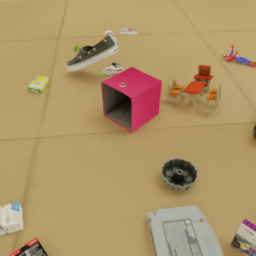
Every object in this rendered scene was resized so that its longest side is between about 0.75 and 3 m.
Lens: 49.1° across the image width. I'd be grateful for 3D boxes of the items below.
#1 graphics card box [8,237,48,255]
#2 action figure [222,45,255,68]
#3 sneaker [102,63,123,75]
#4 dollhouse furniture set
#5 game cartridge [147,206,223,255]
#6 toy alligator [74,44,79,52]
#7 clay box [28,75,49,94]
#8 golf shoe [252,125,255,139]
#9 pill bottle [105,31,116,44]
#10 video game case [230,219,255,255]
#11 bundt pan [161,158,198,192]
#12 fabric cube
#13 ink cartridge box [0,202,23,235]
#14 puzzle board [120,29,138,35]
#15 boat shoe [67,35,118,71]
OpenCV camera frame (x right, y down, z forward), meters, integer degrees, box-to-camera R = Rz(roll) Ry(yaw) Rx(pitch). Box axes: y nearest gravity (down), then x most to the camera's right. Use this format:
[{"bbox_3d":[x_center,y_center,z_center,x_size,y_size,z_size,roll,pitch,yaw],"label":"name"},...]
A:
[{"bbox_3d":[-2.010,2.999,6.030,0.687,0.278,1.095,-29,48,-30],"label":"graphics card box"},{"bbox_3d":[5.123,-3.325,12.811,1.573,0.779,0.513,18,44,22],"label":"action figure"},{"bbox_3d":[-0.751,-2.607,12.199,0.980,0.358,0.548,-7,45,-32],"label":"sneaker"},{"bbox_3d":[2.606,-1.642,10.507,1.856,0.956,1.836,11,33,26],"label":"dollhouse furniture set"},{"bbox_3d":[1.315,2.783,6.198,1.442,0.450,2.166,-2,42,-8],"label":"game cartridge"},{"bbox_3d":[-2.571,-3.925,13.879,0.211,0.231,0.778,-39,41,19],"label":"toy alligator"},{"bbox_3d":[-3.627,-1.793,11.424,0.545,0.226,0.948,12,41,3],"label":"clay box"},{"bbox_3d":[4.964,-0.273,9.381,1.089,0.896,2.304,26,55,15],"label":"golf shoe"},{"bbox_3d":[-0.930,-4.596,14.372,0.507,0.507,0.891,-9,44,-10],"label":"pill bottle"},{"bbox_3d":[2.820,2.573,5.973,1.097,0.994,0.196,32,50,31],"label":"video game case"},{"bbox_3d":[1.408,1.345,7.809,1.033,0.388,1.033,-1,42,1],"label":"bundt pan"},{"bbox_3d":[0.119,-1.013,9.639,1.450,1.478,1.474,33,51,33],"label":"fabric cube"},{"bbox_3d":[-3.044,2.241,6.820,0.837,0.353,0.611,-11,43,-13],"label":"ink cartridge box"},{"bbox_3d":[0.044,-5.363,15.576,0.932,0.081,0.703,3,42,4],"label":"puzzle board"},{"bbox_3d":[-1.577,-3.042,11.456,2.557,0.724,0.878,-14,29,29],"label":"boat shoe"}]
